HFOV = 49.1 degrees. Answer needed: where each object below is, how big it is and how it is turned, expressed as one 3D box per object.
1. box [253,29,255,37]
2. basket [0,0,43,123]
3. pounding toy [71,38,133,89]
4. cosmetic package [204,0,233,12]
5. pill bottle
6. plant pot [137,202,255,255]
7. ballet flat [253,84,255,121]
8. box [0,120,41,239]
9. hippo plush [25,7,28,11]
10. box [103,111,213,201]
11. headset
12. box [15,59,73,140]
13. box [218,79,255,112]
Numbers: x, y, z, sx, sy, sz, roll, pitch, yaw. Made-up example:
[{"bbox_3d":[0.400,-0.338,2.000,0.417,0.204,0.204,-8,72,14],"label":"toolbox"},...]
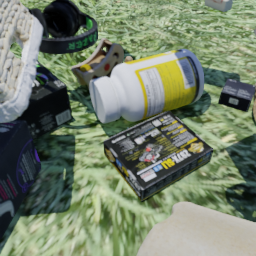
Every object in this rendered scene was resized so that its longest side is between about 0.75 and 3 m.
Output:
[{"bbox_3d":[3.143,-0.682,4.642,1.803,0.550,2.277,-6,78,-33],"label":"box"},{"bbox_3d":[-2.677,-1.147,3.984,2.207,1.775,2.187,-18,49,14],"label":"basket"},{"bbox_3d":[-0.527,-1.816,8.128,1.138,1.134,1.984,33,54,29],"label":"pounding toy"},{"bbox_3d":[4.038,-5.631,12.499,0.560,0.473,1.084,-32,53,-28],"label":"cosmetic package"},{"bbox_3d":[0.441,-1.005,7.057,2.625,1.461,1.461,-18,47,-18],"label":"pill bottle"},{"bbox_3d":[1.451,2.259,3.067,2.696,2.945,2.945,18,46,33],"label":"plant pot"},{"bbox_3d":[3.700,-0.739,7.318,0.783,0.725,2.222,7,45,8],"label":"ballet flat"},{"bbox_3d":[-2.742,1.060,4.943,1.262,1.455,2.380,9,45,9],"label":"box"},{"bbox_3d":[-2.950,-3.025,7.588,0.777,0.625,0.619,8,33,-17],"label":"hippo plush"},{"bbox_3d":[0.639,0.512,6.231,1.923,0.474,1.535,-25,51,-24],"label":"box"},{"bbox_3d":[-1.820,-2.202,6.386,2.546,1.196,1.572,34,50,27],"label":"headset"},{"bbox_3d":[-2.506,-0.796,7.084,1.360,1.138,1.831,-31,53,-28],"label":"box"},{"bbox_3d":[3.003,-0.919,7.720,0.798,0.415,0.727,21,49,20],"label":"box"}]
